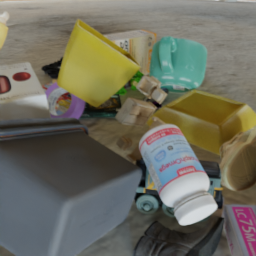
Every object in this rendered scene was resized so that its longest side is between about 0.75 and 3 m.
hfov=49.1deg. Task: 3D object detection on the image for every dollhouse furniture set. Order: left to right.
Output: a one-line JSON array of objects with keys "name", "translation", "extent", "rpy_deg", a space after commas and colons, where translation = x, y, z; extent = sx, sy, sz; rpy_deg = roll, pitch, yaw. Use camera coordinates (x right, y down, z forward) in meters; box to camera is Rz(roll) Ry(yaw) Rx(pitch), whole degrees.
[{"name": "dollhouse furniture set", "translation": [0.853, 0.114, 6.730], "extent": [2.156, 1.839, 1.053], "rpy_deg": [44, 20, 28]}]

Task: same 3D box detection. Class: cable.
[{"name": "cable", "translation": [-2.740, -2.788, 12.883], "extent": [2.143, 0.667, 2.627], "rpy_deg": [-20, 36, -30]}]

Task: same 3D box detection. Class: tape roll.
[{"name": "tape roll", "translation": [-2.038, -0.763, 8.762], "extent": [1.347, 1.347, 0.442], "rpy_deg": [15, -6, 24]}]

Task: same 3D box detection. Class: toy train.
[{"name": "toy train", "translation": [0.939, 1.148, 5.589], "extent": [1.952, 1.113, 0.832], "rpy_deg": [5, 20, 9]}]

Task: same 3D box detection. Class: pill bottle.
[{"name": "pill bottle", "translation": [0.815, 0.760, 4.722], "extent": [0.846, 0.846, 1.555], "rpy_deg": [-11, 52, -18]}]

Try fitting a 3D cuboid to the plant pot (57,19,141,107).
[{"name": "plant pot", "translation": [-1.026, -1.755, 8.047], "extent": [1.915, 1.689, 1.915], "rpy_deg": [29, 18, -21]}]

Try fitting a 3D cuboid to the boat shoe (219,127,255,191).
[{"name": "boat shoe", "translation": [2.683, 0.694, 6.763], "extent": [0.851, 0.945, 2.619], "rpy_deg": [-11, 15, 44]}]

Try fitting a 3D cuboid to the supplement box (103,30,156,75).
[{"name": "supplement box", "translation": [-0.192, -3.166, 12.363], "extent": [2.916, 1.838, 1.072], "rpy_deg": [-20, 38, -30]}]

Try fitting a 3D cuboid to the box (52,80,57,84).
[{"name": "box", "translation": [-2.112, -1.649, 10.862], "extent": [1.585, 0.169, 1.296], "rpy_deg": [0, 20, -16]}]

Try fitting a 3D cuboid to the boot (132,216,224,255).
[{"name": "boot", "translation": [0.919, 1.914, 4.956], "extent": [1.101, 0.584, 1.673], "rpy_deg": [18, 30, 38]}]

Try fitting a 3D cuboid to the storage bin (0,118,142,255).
[{"name": "storage bin", "translation": [-1.184, 1.129, 4.792], "extent": [1.902, 2.061, 2.832], "rpy_deg": [25, 14, 26]}]

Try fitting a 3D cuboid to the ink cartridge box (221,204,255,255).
[{"name": "ink cartridge box", "translation": [3.143, 2.064, 4.706], "extent": [2.736, 0.574, 1.632], "rpy_deg": [3, 31, 2]}]

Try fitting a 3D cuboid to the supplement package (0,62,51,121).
[{"name": "supplement package", "translation": [-3.335, -0.107, 6.791], "extent": [2.658, 2.044, 2.780], "rpy_deg": [-15, 32, -20]}]

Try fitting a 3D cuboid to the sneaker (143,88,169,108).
[{"name": "sneaker", "translation": [1.106, -0.956, 10.066], "extent": [1.346, 0.501, 0.589], "rpy_deg": [-32, 61, -32]}]

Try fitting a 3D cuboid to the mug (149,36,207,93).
[{"name": "mug", "translation": [1.610, -2.172, 10.127], "extent": [2.440, 1.509, 2.005], "rpy_deg": [11, -6, -31]}]

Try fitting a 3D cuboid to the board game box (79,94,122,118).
[{"name": "board game box", "translation": [-1.087, -0.771, 9.585], "extent": [1.707, 0.240, 1.155], "rpy_deg": [-1, 38, -8]}]

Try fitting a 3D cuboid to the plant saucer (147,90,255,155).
[{"name": "plant saucer", "translation": [2.418, -0.439, 8.869], "extent": [2.704, 0.655, 2.703], "rpy_deg": [24, 37, 35]}]

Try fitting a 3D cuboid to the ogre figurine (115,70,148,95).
[{"name": "ogre figurine", "translation": [-0.111, -1.866, 11.146], "extent": [1.838, 0.902, 1.102], "rpy_deg": [-28, 44, 9]}]

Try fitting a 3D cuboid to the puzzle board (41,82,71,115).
[{"name": "puzzle board", "translation": [-2.760, -1.093, 10.348], "extent": [2.529, 0.220, 1.906], "rpy_deg": [23, 37, 31]}]

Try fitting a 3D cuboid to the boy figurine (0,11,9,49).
[{"name": "boy figurine", "translation": [-2.934, -1.721, 4.885], "extent": [1.589, 2.555, 0.823], "rpy_deg": [5, -11, 1]}]
